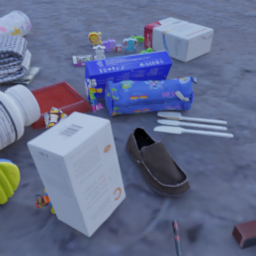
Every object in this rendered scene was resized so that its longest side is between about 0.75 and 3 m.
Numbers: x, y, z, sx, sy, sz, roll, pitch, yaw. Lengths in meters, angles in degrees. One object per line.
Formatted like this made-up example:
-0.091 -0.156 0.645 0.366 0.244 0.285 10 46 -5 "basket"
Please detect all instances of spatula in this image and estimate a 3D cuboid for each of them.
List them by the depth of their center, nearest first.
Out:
1.867 -0.115 8.156 2.116 0.170 1.471 5 21 9 "spatula"

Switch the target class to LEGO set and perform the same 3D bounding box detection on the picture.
-0.937 -0.981 8.278 0.399 0.973 0.371 -13 12 -12 "LEGO set"

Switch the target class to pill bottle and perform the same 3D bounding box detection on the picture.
-3.722 -0.062 7.193 1.522 1.522 2.750 25 43 30 "pill bottle"

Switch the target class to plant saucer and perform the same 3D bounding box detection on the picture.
-2.489 -0.879 9.264 2.028 0.372 2.024 -23 42 -26 "plant saucer"

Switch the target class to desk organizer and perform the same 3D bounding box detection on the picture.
2.515 2.013 5.435 0.891 0.320 0.343 -9 35 -12 "desk organizer"

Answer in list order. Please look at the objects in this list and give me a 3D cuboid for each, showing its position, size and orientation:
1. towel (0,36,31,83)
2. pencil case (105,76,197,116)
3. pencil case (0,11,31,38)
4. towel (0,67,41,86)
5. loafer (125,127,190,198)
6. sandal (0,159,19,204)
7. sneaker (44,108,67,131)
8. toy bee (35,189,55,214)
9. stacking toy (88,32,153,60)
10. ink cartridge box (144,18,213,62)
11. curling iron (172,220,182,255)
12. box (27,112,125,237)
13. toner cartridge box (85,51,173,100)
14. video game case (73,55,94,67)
-5.262 -2.619 10.672 2.816 1.205 2.332 -13 35 -9 "towel"
0.687 -0.988 8.756 2.826 1.103 1.227 -4 20 -4 "pencil case"
-6.092 -4.782 13.738 1.344 1.232 2.963 18 39 9 "pencil case"
-4.274 -2.075 10.968 1.303 0.234 1.353 4 38 6 "towel"
0.599 0.744 6.710 0.820 0.797 2.246 -22 43 -26 "loafer"
-3.642 1.347 5.694 2.771 1.101 1.207 -22 26 -38 "sandal"
-2.216 -0.140 7.993 0.558 0.464 1.238 36 27 -11 "sneaker"
-1.720 1.506 5.926 0.476 0.876 0.574 -34 47 23 "toy bee"
-0.383 -3.890 13.057 2.829 0.665 2.133 -5 37 -8 "stacking toy"
2.279 -4.130 12.983 1.894 1.076 2.599 -28 45 -31 "ink cartridge box"
0.931 2.129 5.213 0.121 0.235 0.947 -14 31 8 "curling iron"
-0.901 0.882 5.465 0.956 1.962 1.221 14 38 34 "box"
-0.031 -1.789 9.561 2.845 1.351 0.614 -12 65 -16 "toner cartridge box"
-1.931 -2.928 12.169 0.907 0.162 0.822 -7 37 -9 "video game case"
